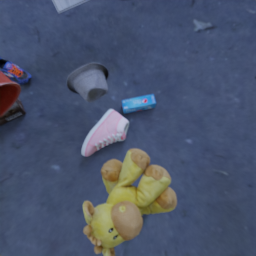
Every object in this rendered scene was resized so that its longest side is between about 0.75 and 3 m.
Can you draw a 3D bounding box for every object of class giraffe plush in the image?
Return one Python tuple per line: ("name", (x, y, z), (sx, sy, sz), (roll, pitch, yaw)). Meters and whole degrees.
("giraffe plush", (-0.124, 1.250, 4.303), (1.333, 1.253, 1.545), (43, 118, 3))

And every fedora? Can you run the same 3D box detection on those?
("fedora", (-0.706, -0.804, 5.440), (0.855, 0.966, 0.436), (-27, 76, -3))

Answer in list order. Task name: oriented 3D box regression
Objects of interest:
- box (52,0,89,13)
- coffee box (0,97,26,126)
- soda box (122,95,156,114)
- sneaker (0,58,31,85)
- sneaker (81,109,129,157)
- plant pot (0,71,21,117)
("box", (-1.200, -4.301, 7.845), (2.241, 1.307, 0.674), (-18, 27, 10))
("coffee box", (-3.979, -0.484, 8.177), (1.624, 0.918, 0.648), (-27, 72, -10))
("soda box", (0.322, -0.727, 8.571), (1.003, 0.340, 0.322), (-11, 70, -4))
("sneaker", (-3.694, -1.807, 8.868), (1.359, 0.533, 0.512), (25, 73, 9))
("sneaker", (-0.590, 0.264, 8.052), (0.857, 0.617, 1.640), (30, 68, 16))
("plant pot", (-3.648, -0.982, 5.764), (1.953, 1.953, 1.899), (-41, 91, -14))
